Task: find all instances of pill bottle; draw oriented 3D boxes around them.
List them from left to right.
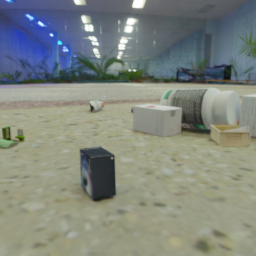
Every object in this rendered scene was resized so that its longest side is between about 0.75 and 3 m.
[{"bbox_3d":[2.679,-0.732,10.643,2.705,1.530,1.530,5,12,42],"label":"pill bottle"}]

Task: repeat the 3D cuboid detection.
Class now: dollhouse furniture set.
[{"bbox_3d":[-3.752,0.287,8.719,0.628,0.481,0.959,2,12,11],"label":"dollhouse furniture set"}]

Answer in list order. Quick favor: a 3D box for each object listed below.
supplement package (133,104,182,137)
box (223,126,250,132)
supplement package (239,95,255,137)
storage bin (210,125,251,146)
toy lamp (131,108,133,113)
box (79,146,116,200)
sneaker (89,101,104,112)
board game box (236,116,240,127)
[{"bbox_3d":[1.055,-0.319,10.470,0.980,0.968,1.616,-11,16,-42],"label":"supplement package"},{"bbox_3d":[3.379,0.154,8.942,0.907,0.165,0.655,-13,-12,19],"label":"box"},{"bbox_3d":[5.237,-0.329,9.326,1.376,1.429,2.513,-9,14,-41],"label":"supplement package"},{"bbox_3d":[3.280,0.228,9.032,1.007,0.475,1.014,0,11,0],"label":"storage bin"},{"bbox_3d":[0.627,-0.822,14.507,0.329,0.329,1.129,-11,15,-42],"label":"toy lamp"},{"bbox_3d":[-0.590,0.817,5.278,0.486,0.788,0.782,-5,9,-24],"label":"box"},{"bbox_3d":[-1.764,-1.293,15.963,0.800,0.602,1.711,-10,10,-4],"label":"sneaker"},{"bbox_3d":[3.504,-0.458,12.138,1.203,0.564,2.369,-7,14,-31],"label":"board game box"}]
